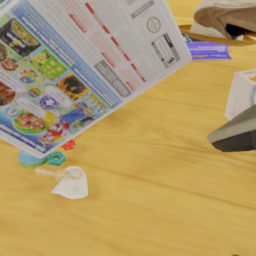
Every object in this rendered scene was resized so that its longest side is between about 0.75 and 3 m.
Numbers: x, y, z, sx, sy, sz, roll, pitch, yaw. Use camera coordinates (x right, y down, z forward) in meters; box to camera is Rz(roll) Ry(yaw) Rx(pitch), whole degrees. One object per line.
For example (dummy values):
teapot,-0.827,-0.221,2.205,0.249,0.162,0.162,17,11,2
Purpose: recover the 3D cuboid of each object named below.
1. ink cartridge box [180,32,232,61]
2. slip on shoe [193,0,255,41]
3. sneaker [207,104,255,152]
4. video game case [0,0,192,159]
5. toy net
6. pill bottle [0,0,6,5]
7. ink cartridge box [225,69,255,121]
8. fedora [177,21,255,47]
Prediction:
ink cartridge box,2.966,-3.776,12.524,2.653,0.581,2.678,-3,37,-6
slip on shoe,2.211,-2.267,5.990,0.926,0.738,2.436,14,8,-32
sneaker,2.047,0.296,3.328,0.948,1.346,2.535,-30,1,-24
video game case,-0.700,-0.702,3.274,2.612,1.870,0.235,-32,50,12
toy net,-1.512,0.867,6.309,1.226,0.451,2.336,-25,45,-34
pill bottle,-2.120,-1.913,5.147,0.831,1.435,0.831,-23,29,14
ink cartridge box,3.770,-0.488,7.233,1.484,1.458,2.016,-10,37,-13
fedora,2.712,-3.178,8.293,2.592,1.057,2.592,7,28,-4
